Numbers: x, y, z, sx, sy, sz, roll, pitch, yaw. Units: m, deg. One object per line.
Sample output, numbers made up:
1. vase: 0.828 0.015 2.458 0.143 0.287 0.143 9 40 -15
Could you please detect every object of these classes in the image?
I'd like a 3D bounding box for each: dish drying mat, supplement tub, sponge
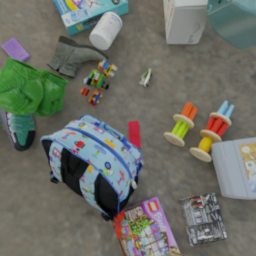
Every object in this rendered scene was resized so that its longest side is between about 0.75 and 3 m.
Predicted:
1. dish drying mat: 0.208 0.245 9.543 0.371 0.088 0.965 -4 74 0
2. supplement tub: -0.786 -3.473 10.032 0.780 0.780 1.182 24 67 7
3. sponge: -4.204 -2.851 10.450 0.568 0.152 1.019 -40 77 -11

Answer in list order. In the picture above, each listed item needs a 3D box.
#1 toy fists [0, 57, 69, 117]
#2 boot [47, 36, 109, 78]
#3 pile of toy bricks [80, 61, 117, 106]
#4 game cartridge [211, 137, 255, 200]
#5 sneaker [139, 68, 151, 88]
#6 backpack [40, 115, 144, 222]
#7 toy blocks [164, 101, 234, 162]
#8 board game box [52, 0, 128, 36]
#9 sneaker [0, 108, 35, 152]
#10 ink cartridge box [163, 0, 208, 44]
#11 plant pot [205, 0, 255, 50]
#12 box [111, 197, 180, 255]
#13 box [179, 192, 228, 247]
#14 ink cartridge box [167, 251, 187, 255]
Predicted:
1. toy fists: -2.844 -1.033 8.485 0.982 2.856 1.456 32 99 14
2. boot: -1.809 -2.366 10.139 2.007 0.679 1.311 20 89 -1
3. pile of toy bricks: -1.190 -1.679 9.857 0.808 0.908 1.636 22 83 46
4. game cartridge: 4.114 1.228 8.767 2.819 0.585 1.877 -7 70 -13
5. sneaker: 0.612 -1.842 10.041 0.364 0.316 0.821 12 62 15
6. backpack: -0.928 0.870 7.681 2.720 2.980 2.005 32 64 15
7. toy blocks: 2.429 -0.192 9.320 1.753 0.764 2.103 31 75 8
8. board game box: -1.525 -4.913 10.835 2.503 0.587 1.890 -25 75 -7
9. sneaker: -3.997 -0.409 9.473 1.189 1.011 2.717 -21 75 23
10. ink cartridge box: 1.985 -4.801 10.008 1.206 2.122 2.912 -1 73 0
11. plant pot: 3.419 -3.674 8.189 1.959 1.918 1.923 12 86 -24
12. box: 0.572 3.439 8.363 1.567 0.448 2.291 -21 74 -6
13. box: 2.303 2.795 8.619 1.119 0.353 1.420 -12 73 -3
14. ink cartridge box: 1.369 4.029 7.625 0.903 0.412 1.096 22 88 -15
